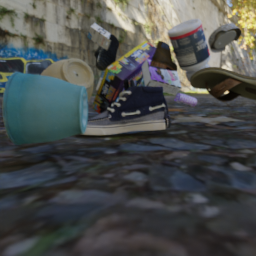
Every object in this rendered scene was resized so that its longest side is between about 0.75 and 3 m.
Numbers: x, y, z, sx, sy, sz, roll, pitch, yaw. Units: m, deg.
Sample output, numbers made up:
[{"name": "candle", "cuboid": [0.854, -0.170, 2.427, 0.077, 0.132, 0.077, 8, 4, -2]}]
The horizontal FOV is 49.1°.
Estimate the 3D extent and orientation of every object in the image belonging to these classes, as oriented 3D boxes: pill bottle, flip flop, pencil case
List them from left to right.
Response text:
[{"name": "pencil case", "cuboid": [2.126, -1.017, 10.331, 0.829, 0.354, 0.348, 15, 42, -20]}, {"name": "pill bottle", "cuboid": [1.931, -2.302, 8.508, 1.007, 1.685, 1.007, -20, 28, 11]}, {"name": "flip flop", "cuboid": [2.696, -1.007, 7.461, 2.290, 0.659, 0.929, 21, -18, 27]}]

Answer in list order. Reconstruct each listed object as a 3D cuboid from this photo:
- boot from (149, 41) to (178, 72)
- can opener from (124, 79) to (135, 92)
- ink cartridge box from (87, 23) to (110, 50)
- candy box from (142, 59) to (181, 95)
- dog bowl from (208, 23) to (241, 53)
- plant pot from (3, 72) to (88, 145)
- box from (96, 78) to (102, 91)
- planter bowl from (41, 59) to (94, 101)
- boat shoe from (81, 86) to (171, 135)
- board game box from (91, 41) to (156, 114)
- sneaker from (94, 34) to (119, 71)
[{"name": "boot", "cuboid": [1.219, -2.167, 8.602, 0.595, 0.772, 1.592, 18, 15, 26]}, {"name": "can opener", "cuboid": [0.117, -0.882, 9.153, 0.504, 1.589, 0.625, 14, 42, 17]}, {"name": "ink cartridge box", "cuboid": [-0.844, -2.813, 8.681, 0.759, 0.440, 0.257, 35, 53, 2]}, {"name": "candy box", "cuboid": [1.146, -1.755, 9.666, 1.224, 1.026, 0.438, 10, -38, -24]}, {"name": "dog bowl", "cuboid": [2.599, -2.461, 7.644, 0.907, 0.266, 0.907, -19, -23, -8]}, {"name": "plant pot", "cuboid": [-1.361, -0.337, 5.004, 1.209, 1.287, 1.287, 0, 8, -1]}, {"name": "box", "cuboid": [-0.822, -1.678, 12.906, 0.765, 0.626, 1.611, 16, -9, 17]}, {"name": "planter bowl", "cuboid": [-1.934, -1.550, 9.479, 1.865, 1.865, 1.255, -6, -16, -39]}, {"name": "boat shoe", "cuboid": [-0.181, -0.516, 7.710, 2.647, 1.227, 0.988, -5, 9, -3]}, {"name": "board game box", "cuboid": [-0.098, -1.912, 11.007, 0.763, 2.226, 2.693, 39, 51, 6]}, {"name": "sneaker", "cuboid": [-0.918, -2.669, 10.520, 0.821, 0.710, 1.876, -22, 36, 37]}]
